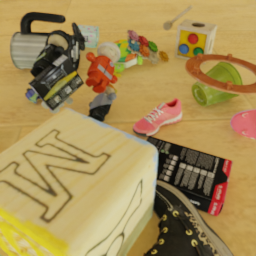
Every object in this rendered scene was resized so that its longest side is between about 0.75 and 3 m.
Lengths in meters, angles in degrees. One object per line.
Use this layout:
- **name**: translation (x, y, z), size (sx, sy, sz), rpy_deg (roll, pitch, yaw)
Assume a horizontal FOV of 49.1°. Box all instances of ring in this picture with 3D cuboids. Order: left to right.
- **ring**: translation (2.419, -1.397, 6.745), size (2.092, 0.201, 2.092), rpy_deg (5, 37, -3)

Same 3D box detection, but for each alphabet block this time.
- **alphabet block**: translation (-1.072, 1.472, 5.562), size (2.440, 2.427, 2.484), rpy_deg (21, 44, 26)

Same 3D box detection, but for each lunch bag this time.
- **lunch bag**: translation (-1.995, -4.388, 13.649), size (1.073, 0.768, 1.260), rpy_deg (5, 53, 0)

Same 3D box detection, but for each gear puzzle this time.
- **gear puzzle**: translation (0.937, -3.362, 11.960), size (2.300, 0.301, 1.191), rpy_deg (18, 57, -32)

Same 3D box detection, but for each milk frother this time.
- **milk frother**: translation (-3.256, -3.551, 12.063), size (2.462, 2.363, 2.618), rpy_deg (5, 4, 5)

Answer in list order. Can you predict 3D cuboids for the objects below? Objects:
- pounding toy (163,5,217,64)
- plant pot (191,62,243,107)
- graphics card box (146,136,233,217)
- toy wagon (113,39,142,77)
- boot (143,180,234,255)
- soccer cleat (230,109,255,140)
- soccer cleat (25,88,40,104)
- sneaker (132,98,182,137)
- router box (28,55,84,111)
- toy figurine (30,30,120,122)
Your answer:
- **pounding toy**: translation (2.536, -4.177, 12.345), size (2.379, 2.090, 1.089), rpy_deg (20, 45, 21)
- **plant pot**: translation (3.020, -1.438, 9.886), size (1.341, 1.392, 1.392), rpy_deg (-28, 47, -13)
- **graphics card box**: translation (1.350, 1.161, 7.276), size (2.383, 0.606, 1.495), rpy_deg (17, 44, 17)
- **toy wagon**: translation (-0.248, -3.038, 12.026), size (1.773, 0.452, 2.285), rpy_deg (5, 49, 16)
- **boot**: translation (0.644, 2.374, 5.650), size (1.960, 0.952, 2.602), rpy_deg (-23, 52, -26)
- **soccer cleat**: translation (4.637, -0.169, 8.773), size (2.864, 0.955, 1.095), rpy_deg (-4, 6, 6)
- **soccer cleat**: translation (-3.083, -1.398, 10.467), size (0.684, 0.528, 1.635), rpy_deg (45, 46, 3)
- **sneaker**: translation (0.929, -0.417, 8.936), size (1.943, 0.843, 0.716), rpy_deg (-26, 47, -26)
- **router box**: translation (-1.841, -1.163, 7.311), size (1.175, 0.924, 0.307), rpy_deg (-44, 48, -14)
- **toy figurine**: translation (-1.523, -1.570, 8.790), size (2.536, 2.497, 1.765), rpy_deg (12, 56, 6)
